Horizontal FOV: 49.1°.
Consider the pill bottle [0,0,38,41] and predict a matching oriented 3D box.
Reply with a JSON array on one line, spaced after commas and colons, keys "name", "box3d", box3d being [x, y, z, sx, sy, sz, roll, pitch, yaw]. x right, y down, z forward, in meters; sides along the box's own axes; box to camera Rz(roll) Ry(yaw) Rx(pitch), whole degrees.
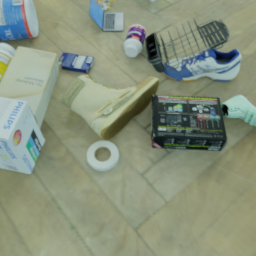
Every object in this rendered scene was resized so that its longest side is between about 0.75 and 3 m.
[{"name": "pill bottle", "box3d": [-5.345, -4.401, 11.421, 2.969, 1.666, 1.666, -8, 56, -4]}]

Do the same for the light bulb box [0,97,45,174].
[{"name": "light bulb box", "box3d": [-3.774, 0.171, 7.992, 2.080, 2.062, 1.298, 10, 57, 6]}]

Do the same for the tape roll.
[{"name": "tape roll", "box3d": [-0.788, 0.855, 8.668, 1.001, 0.183, 1.001, 0, 55, -1]}]

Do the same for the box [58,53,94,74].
[{"name": "box", "box3d": [-2.069, -2.563, 11.011, 1.315, 0.213, 0.797, 12, 56, 6]}]

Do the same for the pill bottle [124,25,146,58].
[{"name": "pill bottle", "box3d": [0.266, -3.501, 11.333, 0.757, 0.757, 1.347, 10, 56, 7]}]

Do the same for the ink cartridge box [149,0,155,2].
[{"name": "ink cartridge box", "box3d": [1.054, -6.975, 13.625, 0.934, 0.938, 1.279, -37, 64, -22]}]

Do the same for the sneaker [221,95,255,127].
[{"name": "sneaker", "box3d": [3.817, -0.329, 9.191, 1.039, 0.648, 1.761, -21, 48, -20]}]

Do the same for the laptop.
[{"name": "laptop", "box3d": [-0.917, -5.000, 12.329, 1.438, 0.834, 1.347, 0, 56, 0]}]

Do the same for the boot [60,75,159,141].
[{"name": "boot", "box3d": [-0.566, -1.190, 9.581, 2.293, 1.074, 2.951, 37, 66, 22]}]

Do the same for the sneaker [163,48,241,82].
[{"name": "sneaker", "box3d": [2.676, -2.457, 10.305, 2.826, 1.246, 1.064, -1, 58, 3]}]

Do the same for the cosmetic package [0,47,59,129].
[{"name": "cosmetic package", "box3d": [-3.428, -1.369, 9.592, 1.469, 1.037, 2.837, 9, 55, -5]}]

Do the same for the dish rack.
[{"name": "dish rack", "box3d": [2.125, -3.233, 10.342, 2.921, 0.797, 2.241, -21, 39, 17]}]

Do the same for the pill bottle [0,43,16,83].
[{"name": "pill bottle", "box3d": [-4.743, -2.070, 10.111, 1.133, 1.133, 2.015, 4, 55, 3]}]

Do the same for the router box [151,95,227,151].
[{"name": "router box", "box3d": [1.882, -0.187, 9.057, 2.288, 0.711, 1.715, 3, 55, 2]}]

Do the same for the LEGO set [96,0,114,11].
[{"name": "LEGO set", "box3d": [-1.222, -6.491, 13.363, 1.015, 0.821, 2.206, -8, 56, -6]}]
